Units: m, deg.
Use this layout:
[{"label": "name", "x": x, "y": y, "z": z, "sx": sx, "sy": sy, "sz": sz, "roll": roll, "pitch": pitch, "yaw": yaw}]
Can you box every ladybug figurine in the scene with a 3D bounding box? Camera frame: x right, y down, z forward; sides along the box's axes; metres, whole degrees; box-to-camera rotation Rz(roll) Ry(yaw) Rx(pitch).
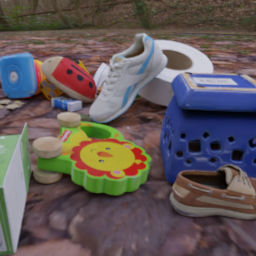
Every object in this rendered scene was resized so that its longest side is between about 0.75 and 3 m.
[{"label": "ladybug figurine", "x": -1.941, "y": -1.731, "z": 9.749, "sx": 2.183, "sy": 0.785, "sz": 1.481, "roll": 33, "pitch": 27, "yaw": -17}]

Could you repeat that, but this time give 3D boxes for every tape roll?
[{"label": "tape roll", "x": 1.499, "y": -2.038, "z": 10.150, "sx": 2.946, "sy": 1.030, "sz": 2.946, "roll": 6, "pitch": 43, "yaw": -6}]

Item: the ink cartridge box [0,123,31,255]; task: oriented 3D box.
[{"label": "ink cartridge box", "x": -2.098, "y": 0.850, "z": 4.631, "sx": 0.661, "sy": 1.158, "sz": 2.231, "roll": -3, "pitch": 24, "yaw": -11}]

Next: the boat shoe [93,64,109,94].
[{"label": "boat shoe", "x": -1.016, "y": -1.968, "z": 11.594, "sx": 0.787, "sy": 0.886, "sz": 2.408, "roll": 26, "pitch": 37, "yaw": -7}]

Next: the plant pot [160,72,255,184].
[{"label": "plant pot", "x": 1.801, "y": -0.105, "z": 5.908, "sx": 2.092, "sy": 1.881, "sz": 2.092, "roll": 2, "pitch": 24, "yaw": 2}]

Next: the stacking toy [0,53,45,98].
[{"label": "stacking toy", "x": -3.601, "y": -2.106, "z": 11.476, "sx": 1.685, "sy": 1.593, "sz": 2.903, "roll": 0, "pitch": 10, "yaw": 24}]

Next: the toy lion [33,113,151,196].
[{"label": "toy lion", "x": -0.674, "y": 0.532, "z": 6.060, "sx": 2.323, "sy": 0.832, "sz": 2.424, "roll": 8, "pitch": 23, "yaw": 1}]

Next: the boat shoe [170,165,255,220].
[{"label": "boat shoe", "x": 1.751, "y": 1.038, "z": 4.731, "sx": 2.042, "sy": 0.733, "sz": 0.773, "roll": -2, "pitch": 23, "yaw": -5}]

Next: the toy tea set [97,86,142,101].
[{"label": "toy tea set", "x": -0.087, "y": -1.833, "z": 10.949, "sx": 1.770, "sy": 1.102, "sz": 2.977, "roll": 7, "pitch": 24, "yaw": 15}]

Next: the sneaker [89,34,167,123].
[{"label": "sneaker", "x": -0.211, "y": -1.435, "z": 8.302, "sx": 2.955, "sy": 1.194, "sz": 1.131, "roll": -49, "pitch": 39, "yaw": -3}]

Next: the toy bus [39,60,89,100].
[{"label": "toy bus", "x": -2.466, "y": -1.973, "z": 11.263, "sx": 0.982, "sy": 0.816, "sz": 2.508, "roll": -32, "pitch": 12, "yaw": 24}]

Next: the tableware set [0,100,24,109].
[{"label": "tableware set", "x": -4.200, "y": -0.797, "z": 9.807, "sx": 1.012, "sy": 0.117, "sz": 0.845, "roll": 3, "pitch": 23, "yaw": 7}]

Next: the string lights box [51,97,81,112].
[{"label": "string lights box", "x": -2.113, "y": -0.813, "z": 9.599, "sx": 0.974, "sy": 0.287, "sz": 0.500, "roll": 16, "pitch": 24, "yaw": 33}]
